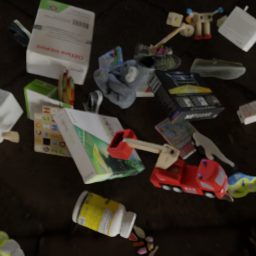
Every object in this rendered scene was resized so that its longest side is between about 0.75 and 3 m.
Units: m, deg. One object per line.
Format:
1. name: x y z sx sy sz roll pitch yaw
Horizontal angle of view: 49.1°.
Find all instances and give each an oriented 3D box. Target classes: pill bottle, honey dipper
1. pill bottle: -0.685 2.571 8.212 1.683 0.946 0.946 18 63 9
2. honey dipper: 1.529 -3.590 11.528 2.098 0.398 0.398 -37 67 0

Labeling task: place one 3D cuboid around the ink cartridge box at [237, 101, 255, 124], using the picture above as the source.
1. ink cartridge box: 4.384 -0.540 10.005 0.834 0.522 0.536 -21 62 14

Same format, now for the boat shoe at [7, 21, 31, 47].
1. boat shoe: -4.425 -3.797 11.798 0.624 0.748 2.004 -40 65 -12

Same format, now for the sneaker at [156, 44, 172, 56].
1. sneaker: 1.390 -3.112 11.386 0.410 0.486 1.111 13 38 42

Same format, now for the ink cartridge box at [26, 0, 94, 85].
1. ink cartridge box: -2.557 -3.345 10.855 2.136 1.233 2.936 11 58 -15

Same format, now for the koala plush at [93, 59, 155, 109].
1. koala plush: 0.046 -1.672 9.534 1.540 1.737 1.596 -27 88 -49

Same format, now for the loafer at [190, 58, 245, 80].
1. loafer: 3.519 -2.430 10.999 2.086 0.784 0.726 5 66 3

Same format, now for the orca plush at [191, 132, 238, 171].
1. orca plush: 2.774 0.932 9.344 1.813 0.644 0.954 32 43 13

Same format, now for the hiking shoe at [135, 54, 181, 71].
1. hiking shoe: 0.906 -1.938 8.435 1.385 0.524 0.697 1 24 2

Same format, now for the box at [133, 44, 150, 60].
1. box: 0.499 -2.729 10.559 0.606 0.757 0.165 -2 15 -44

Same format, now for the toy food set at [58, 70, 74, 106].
1. toy food set: -2.171 -1.242 9.913 0.376 1.544 1.529 -2 87 -2

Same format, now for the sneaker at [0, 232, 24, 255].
1. sneaker: -3.780 3.514 7.953 1.857 0.703 0.975 38 84 21

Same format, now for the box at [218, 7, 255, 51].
1. box: 4.550 -3.913 11.207 1.303 1.116 1.296 44 27 15

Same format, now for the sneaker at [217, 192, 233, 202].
1. sneaker: 2.933 2.108 8.757 0.788 0.304 0.323 39 94 -11

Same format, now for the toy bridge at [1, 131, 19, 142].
1. toy bridge: -3.792 0.264 8.981 0.507 1.509 0.205 11 79 -17

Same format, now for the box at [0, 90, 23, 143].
1. box: -5.157 -0.273 9.564 1.787 1.248 2.347 23 64 12

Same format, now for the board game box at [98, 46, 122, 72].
1. board game box: -0.698 -2.622 10.975 1.031 0.189 0.780 -23 59 30

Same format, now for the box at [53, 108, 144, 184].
1. box: -0.727 0.513 8.283 0.519 2.854 2.060 -37 71 21

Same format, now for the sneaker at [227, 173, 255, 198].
1. sneaker: 3.703 1.604 8.525 1.512 0.573 0.794 -9 34 -3

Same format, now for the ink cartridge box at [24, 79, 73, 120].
1. ink cartridge box: -2.571 -0.704 9.690 1.827 1.350 0.692 20 43 10

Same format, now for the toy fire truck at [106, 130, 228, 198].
1. toy fire truck: 0.993 0.896 7.132 2.701 1.904 0.658 2 53 36

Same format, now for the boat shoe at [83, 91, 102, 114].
1. boat shoe: -1.262 -0.714 9.499 0.458 1.342 0.496 -15 66 -30

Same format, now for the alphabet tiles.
1. alphabet tiles: -2.444 0.122 9.308 1.418 1.696 0.064 9 22 6

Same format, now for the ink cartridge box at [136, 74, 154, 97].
1. ink cartridge box: 0.628 -1.739 10.732 0.737 0.419 1.012 0 73 0

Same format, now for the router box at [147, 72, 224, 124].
1. router box: 2.041 -1.124 9.844 2.304 0.602 1.812 -7 57 -36

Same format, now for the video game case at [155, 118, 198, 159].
1. video game case: 1.861 0.232 9.933 1.098 0.134 1.536 -34 66 -17

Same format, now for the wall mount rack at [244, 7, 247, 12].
1. wall mount rack: 5.268 -4.693 12.382 1.361 0.508 1.183 34 67 16

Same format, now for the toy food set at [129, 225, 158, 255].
1. toy food set: 0.391 3.363 8.234 0.936 0.147 0.595 35 67 17

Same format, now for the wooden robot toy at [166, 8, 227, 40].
1. wooden robot toy: 2.874 -4.521 12.173 2.788 1.228 1.265 -9 24 -16
